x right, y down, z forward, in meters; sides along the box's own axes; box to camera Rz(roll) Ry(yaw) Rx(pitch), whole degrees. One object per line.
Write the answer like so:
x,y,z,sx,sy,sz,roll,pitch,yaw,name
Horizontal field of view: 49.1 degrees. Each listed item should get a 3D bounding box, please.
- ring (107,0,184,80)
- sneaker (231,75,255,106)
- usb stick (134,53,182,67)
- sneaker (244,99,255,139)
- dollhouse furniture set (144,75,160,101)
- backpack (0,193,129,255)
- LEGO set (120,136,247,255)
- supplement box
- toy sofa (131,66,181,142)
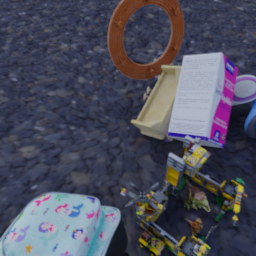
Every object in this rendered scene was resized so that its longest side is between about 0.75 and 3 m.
0.684,-2.917,8.951,2.901,2.901,0.278,-23,38,-21,ring
2.618,-0.912,8.656,2.644,0.990,1.317,-8,1,13,sneaker
1.199,-2.332,10.309,2.062,0.336,0.572,20,51,17,usb stick
4.096,-0.639,8.357,2.864,0.944,1.123,-35,39,-28,sneaker
0.954,-1.165,8.754,0.716,0.780,0.507,17,42,-11,dollhouse furniture set
-1.287,2.147,5.001,2.125,1.600,1.886,-1,38,26,backpack
1.312,1.392,5.829,2.627,1.522,2.020,-32,54,-28,LEGO set
1.928,-0.678,7.197,1.117,1.093,2.161,6,82,43,supplement box
1.048,-0.670,7.843,0.836,0.985,2.020,16,74,47,toy sofa
